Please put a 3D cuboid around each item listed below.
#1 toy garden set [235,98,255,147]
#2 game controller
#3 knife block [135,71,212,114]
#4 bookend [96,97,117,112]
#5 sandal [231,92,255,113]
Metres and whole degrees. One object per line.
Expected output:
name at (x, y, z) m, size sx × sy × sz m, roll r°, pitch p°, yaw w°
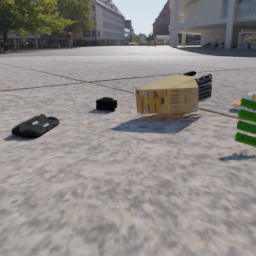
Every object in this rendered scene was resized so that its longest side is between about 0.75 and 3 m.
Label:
toy garden set at (3.368, -0.037, 7.243) m, size 1.103 × 0.264 × 1.323 m, roll 17°, pitch 62°, yaw 6°
game controller at (-2.811, -0.058, 8.683) m, size 0.874 × 0.353 × 1.676 m, roll 18°, pitch 21°, yaw 7°
knife block at (1.787, -1.451, 10.630) m, size 2.888 × 0.924 × 2.535 m, roll -3°, pitch 25°, yaw 6°
bookend at (-0.744, -0.974, 11.314) m, size 0.825 × 0.382 × 0.830 m, roll 8°, pitch 18°, yaw 20°
sandal at (5.550, -1.035, 10.721) m, size 2.959 × 0.848 × 1.134 m, roll 8°, pitch 19°, yaw 22°
